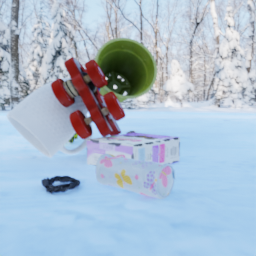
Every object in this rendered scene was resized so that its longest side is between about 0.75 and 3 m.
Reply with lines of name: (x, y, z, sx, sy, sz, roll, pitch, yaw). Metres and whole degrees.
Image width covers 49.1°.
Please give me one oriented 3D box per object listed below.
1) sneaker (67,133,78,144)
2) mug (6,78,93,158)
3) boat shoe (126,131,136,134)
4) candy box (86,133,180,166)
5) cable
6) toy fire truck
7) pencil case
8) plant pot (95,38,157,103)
sneaker: (-3.265, 0.307, 13.954, 1.092, 1.078, 2.858, -7, -5, 0)
mug: (-2.533, -0.278, 10.572, 2.567, 2.928, 2.162, -48, 29, -22)
boat shoe: (0.154, 0.482, 13.631, 0.502, 0.606, 1.688, 1, 11, -20)
candy box: (0.199, 0.756, 9.350, 2.072, 0.884, 2.471, 5, 8, 42)
cable: (-1.585, 1.375, 6.759, 0.857, 0.267, 1.050, 2, 1, -35)
toy fire truck: (-1.217, -0.956, 9.765, 1.627, 2.902, 2.437, -29, -2, 5)
pencil case: (0.129, 1.094, 6.551, 1.904, 0.792, 0.864, 5, 11, 38)
plant pot: (-0.356, -2.183, 12.525, 2.644, 2.644, 2.510, -1, -12, -14)
